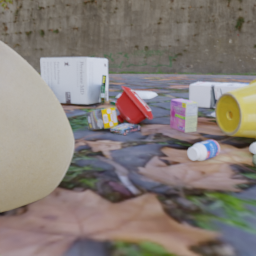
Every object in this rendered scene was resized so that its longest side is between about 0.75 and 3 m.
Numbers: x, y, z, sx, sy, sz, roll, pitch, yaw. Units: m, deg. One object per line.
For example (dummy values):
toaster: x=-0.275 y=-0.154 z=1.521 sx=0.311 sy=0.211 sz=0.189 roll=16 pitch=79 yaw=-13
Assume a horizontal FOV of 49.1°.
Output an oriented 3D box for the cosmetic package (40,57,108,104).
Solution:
cosmetic package: x=-2.914 y=-2.643 z=15.605 sx=2.944 sy=2.427 sz=2.429 roll=4 pitch=12 yaw=22

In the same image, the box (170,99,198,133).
box: x=1.909 y=-0.435 z=9.673 sx=0.491 sy=1.016 sz=0.894 roll=-6 pitch=16 yaw=-25

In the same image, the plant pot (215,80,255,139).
plant pot: x=3.615 y=-0.470 z=8.076 sx=1.800 sy=1.914 sz=1.914 roll=-8 pitch=15 yaw=-16

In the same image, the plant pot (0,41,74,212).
plant pot: x=-1.971 y=0.233 z=4.542 sx=1.819 sy=2.710 sz=2.710 roll=30 pitch=-4 yaw=-33

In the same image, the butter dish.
butter dish: x=0.056 y=-0.659 z=10.434 sx=1.162 sy=1.572 sz=1.568 roll=-41 pitch=-3 yaw=11

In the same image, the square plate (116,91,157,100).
square plate: x=0.584 y=-2.160 z=18.275 sx=2.233 sy=0.318 sz=2.212 roll=5 pitch=15 yaw=19

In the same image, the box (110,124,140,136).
box: x=-0.094 y=0.042 z=9.494 sx=0.627 sy=0.173 sz=0.917 roll=8 pitch=16 yaw=31

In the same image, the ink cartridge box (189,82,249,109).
ink cartridge box: x=4.777 y=-1.684 z=14.411 sx=2.819 sy=1.187 sz=2.038 roll=8 pitch=16 yaw=29

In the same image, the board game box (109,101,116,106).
board game box: x=-0.294 y=-1.291 z=14.929 sx=0.904 sy=0.196 sz=1.343 roll=-8 pitch=16 yaw=-31

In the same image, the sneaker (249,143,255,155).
sneaker: x=4.054 y=0.270 z=7.157 sx=2.029 sy=0.859 sz=0.739 roll=-4 pitch=16 yaw=-11

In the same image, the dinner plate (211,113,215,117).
dinner plate: x=4.304 y=-0.584 z=12.146 sx=1.376 sy=0.167 sz=1.376 roll=0 pitch=15 yaw=0

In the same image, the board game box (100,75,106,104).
board game box: x=-1.265 y=-1.888 z=14.256 sx=0.250 sy=1.117 sz=2.132 roll=7 pitch=-3 yaw=-5

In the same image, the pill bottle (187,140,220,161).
pill bottle: x=1.825 y=0.565 z=6.818 sx=0.772 sy=0.433 sz=0.433 roll=-11 pitch=18 yaw=-34

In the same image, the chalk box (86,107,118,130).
chalk box: x=-0.985 y=-0.302 z=9.658 sx=1.071 sy=0.666 sz=0.663 roll=-4 pitch=8 yaw=45

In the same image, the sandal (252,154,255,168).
sandal: x=3.491 y=0.760 z=5.722 sx=0.779 sy=0.560 sz=1.961 roll=-11 pitch=17 yaw=-38
